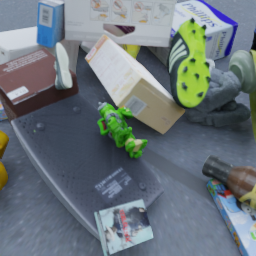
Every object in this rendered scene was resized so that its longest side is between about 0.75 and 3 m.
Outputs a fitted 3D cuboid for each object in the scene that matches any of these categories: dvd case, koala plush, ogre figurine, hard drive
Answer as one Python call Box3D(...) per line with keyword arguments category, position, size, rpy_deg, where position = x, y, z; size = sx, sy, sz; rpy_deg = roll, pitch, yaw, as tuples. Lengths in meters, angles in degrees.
Box3D(category="dvd case", position=(-0.057, 1.705, 4.877), size=(0.982, 0.108, 0.717), rpy_deg=(-5, 70, -33))
Box3D(category="koala plush", position=(2.247, -1.008, 7.481), size=(1.515, 1.462, 1.649), rpy_deg=(-16, 43, 26))
Box3D(category="ogre figurine", position=(-0.176, 0.010, 5.515), size=(0.727, 1.481, 0.888), rpy_deg=(-46, 56, 18))
Box3D(category="hard drive", position=(-0.805, 0.716, 5.673), size=(2.873, 0.608, 1.938), rpy_deg=(48, 46, 10))

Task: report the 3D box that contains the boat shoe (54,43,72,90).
Box3D(category="boat shoe", position=(-1.421, -1.261, 5.763), size=(0.311, 0.367, 1.007), rpy_deg=(-17, 78, 20))

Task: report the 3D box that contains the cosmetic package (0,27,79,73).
Box3D(category="cosmetic package", position=(-2.617, -1.968, 7.862), size=(1.080, 1.370, 2.545), rpy_deg=(31, 36, 19))

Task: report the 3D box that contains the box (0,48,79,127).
Box3D(category="box", position=(-2.135, -0.623, 6.807), size=(1.507, 1.816, 1.491), rpy_deg=(-31, 54, -26))

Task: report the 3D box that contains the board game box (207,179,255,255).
Box3D(category="board game box", position=(2.616, 1.722, 5.710), size=(1.336, 0.323, 1.766), rpy_deg=(-11, 50, -10))

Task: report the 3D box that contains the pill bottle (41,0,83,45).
Box3D(category="pill bottle", position=(-1.939, -3.581, 8.867), size=(1.022, 1.821, 1.022), rpy_deg=(-13, 43, 13))

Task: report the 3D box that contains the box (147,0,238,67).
Box3D(category="box", position=(2.007, -3.203, 9.530), size=(2.345, 1.230, 2.157), rpy_deg=(-21, 52, -17))

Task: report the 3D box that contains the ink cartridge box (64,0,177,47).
Box3D(category="ink cartridge box", position=(-0.168, -3.459, 7.051), size=(2.897, 2.553, 0.648), rpy_deg=(1, 38, -9))

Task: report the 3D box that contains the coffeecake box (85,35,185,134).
Box3D(category="coffeecake box", position=(0.126, -1.133, 7.109), size=(0.848, 1.782, 2.322), rpy_deg=(-48, 44, 15))

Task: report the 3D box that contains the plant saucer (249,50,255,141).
Box3D(category="plant saucer", position=(3.115, -0.719, 6.581), size=(0.345, 2.222, 2.222), rpy_deg=(-4, 46, 20))

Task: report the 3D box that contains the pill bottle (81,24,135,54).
Box3D(category="pill bottle", position=(-0.253, -3.412, 8.705), size=(1.583, 1.583, 2.820), rpy_deg=(31, 90, 25))

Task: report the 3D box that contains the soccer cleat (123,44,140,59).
Box3D(category="soccer cleat", position=(0.046, -2.089, 8.334), size=(0.526, 1.627, 0.680), rpy_deg=(4, 65, -9))

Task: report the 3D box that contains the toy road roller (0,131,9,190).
Box3D(category="toy road roller", position=(-3.520, 0.575, 5.595), size=(2.311, 1.420, 1.687), rpy_deg=(34, 41, -9))

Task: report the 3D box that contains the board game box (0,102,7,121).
Box3D(category="board game box", position=(-3.795, -1.150, 8.227), size=(1.784, 0.432, 2.359), rpy_deg=(-20, 51, -18))

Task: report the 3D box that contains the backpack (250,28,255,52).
Box3D(category="backpack", position=(5.229, -1.900, 7.827), size=(2.737, 2.017, 2.998), rpy_deg=(-27, 53, -23))

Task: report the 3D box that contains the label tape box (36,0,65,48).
Box3D(category="label tape box", position=(-1.862, -2.783, 7.238), size=(0.442, 1.007, 1.397), rpy_deg=(17, 33, 1))

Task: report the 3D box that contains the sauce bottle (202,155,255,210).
Box3D(category="sauce bottle", position=(2.580, 1.223, 5.397), size=(2.363, 0.765, 0.765), rpy_deg=(27, 53, 37))

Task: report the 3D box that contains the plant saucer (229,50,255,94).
Box3D(category="plant saucer", position=(2.693, -1.303, 6.721), size=(0.267, 1.064, 1.064), rpy_deg=(-20, 51, -9))

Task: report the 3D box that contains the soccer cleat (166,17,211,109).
Box3D(category="soccer cleat", position=(1.436, -1.538, 7.115), size=(0.967, 1.160, 2.863), rpy_deg=(23, 56, -18))
